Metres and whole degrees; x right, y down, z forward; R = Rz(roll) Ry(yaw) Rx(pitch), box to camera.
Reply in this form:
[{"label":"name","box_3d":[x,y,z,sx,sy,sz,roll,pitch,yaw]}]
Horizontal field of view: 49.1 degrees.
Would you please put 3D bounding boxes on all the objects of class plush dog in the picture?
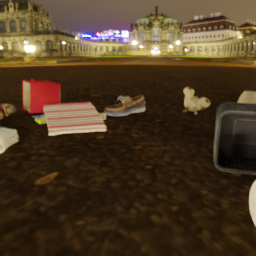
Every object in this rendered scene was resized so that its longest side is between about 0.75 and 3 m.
[{"label":"plush dog","box_3d":[3.284,-1.214,14.121,1.461,1.172,1.254,37,14,17]}]

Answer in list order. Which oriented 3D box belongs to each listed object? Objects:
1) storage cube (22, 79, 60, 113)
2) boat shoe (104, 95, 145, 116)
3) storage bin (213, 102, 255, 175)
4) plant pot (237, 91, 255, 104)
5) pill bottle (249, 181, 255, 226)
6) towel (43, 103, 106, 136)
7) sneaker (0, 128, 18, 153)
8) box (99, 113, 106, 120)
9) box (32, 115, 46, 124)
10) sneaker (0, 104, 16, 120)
[{"label":"storage cube","box_3d":[-4.327,-1.575,13.903,1.481,1.648,1.408,-4,15,-34]},{"label":"boat shoe","box_3d":[-0.177,-1.133,13.607,2.426,0.878,0.876,-15,22,-41]},{"label":"storage bin","box_3d":[3.570,0.282,7.406,2.444,1.652,1.146,4,17,14]},{"label":"plant pot","box_3d":[6.617,-1.580,15.302,1.187,0.797,1.187,0,17,0]},{"label":"pill bottle","box_3d":[3.257,1.333,4.811,1.958,1.099,1.099,-3,17,-8]},{"label":"towel","box_3d":[-2.292,-0.379,11.578,2.192,0.448,2.995,-5,25,-18]},{"label":"sneaker","box_3d":[-3.975,0.320,9.093,0.748,0.656,1.866,-3,16,-19]},{"label":"box","box_3d":[-1.660,-0.454,12.384,1.362,0.282,0.263,-5,17,-21]},{"label":"box","box_3d":[-3.559,-0.401,12.221,1.081,0.258,0.659,-11,20,-34]},{"label":"sneaker","box_3d":[-5.659,-0.845,13.069,0.763,0.635,1.693,-13,21,-20]}]
